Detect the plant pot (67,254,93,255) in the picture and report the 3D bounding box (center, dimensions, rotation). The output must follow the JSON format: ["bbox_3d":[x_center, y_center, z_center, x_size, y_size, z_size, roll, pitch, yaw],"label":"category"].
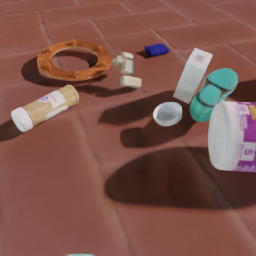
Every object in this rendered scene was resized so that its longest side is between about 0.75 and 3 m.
[{"bbox_3d":[-0.715,2.765,3.931,2.011,1.614,2.011,0,42,0],"label":"plant pot"}]

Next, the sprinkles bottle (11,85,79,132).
[{"bbox_3d":[-2.425,-0.618,8.366,0.670,0.670,1.963,33,51,31],"label":"sprinkles bottle"}]

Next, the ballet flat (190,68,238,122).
[{"bbox_3d":[2.527,-0.993,8.497,0.895,0.935,2.658,36,45,12],"label":"ballet flat"}]

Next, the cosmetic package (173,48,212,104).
[{"bbox_3d":[1.983,-1.587,8.722,0.606,1.492,0.842,25,56,10],"label":"cosmetic package"}]

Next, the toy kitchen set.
[{"bbox_3d":[-0.066,-1.941,9.813,0.686,0.933,1.165,6,81,-29],"label":"toy kitchen set"}]

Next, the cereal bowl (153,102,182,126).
[{"bbox_3d":[1.127,-0.339,7.800,0.809,0.337,0.809,-13,42,12],"label":"cereal bowl"}]

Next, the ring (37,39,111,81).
[{"bbox_3d":[-2.032,-2.684,10.656,2.780,0.267,2.780,3,44,-3],"label":"ring"}]

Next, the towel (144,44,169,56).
[{"bbox_3d":[1.189,-3.212,11.603,0.879,0.218,0.649,-16,51,-18],"label":"towel"}]

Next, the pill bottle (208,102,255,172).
[{"bbox_3d":[3.562,0.251,6.661,2.958,1.660,1.660,2,42,3],"label":"pill bottle"}]
